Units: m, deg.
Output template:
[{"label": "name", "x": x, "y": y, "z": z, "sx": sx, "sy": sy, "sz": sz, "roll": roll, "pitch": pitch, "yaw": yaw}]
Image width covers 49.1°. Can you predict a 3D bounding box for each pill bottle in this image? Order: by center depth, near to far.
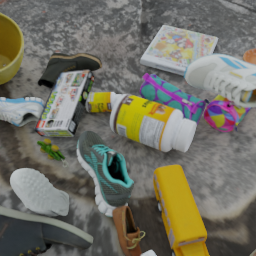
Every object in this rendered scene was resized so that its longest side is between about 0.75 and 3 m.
[{"label": "pill bottle", "x": 0.711, "y": -0.102, "z": 8.022, "sx": 2.266, "sy": 1.238, "sz": 1.238, "roll": 20, "pitch": 53, "yaw": 20}, {"label": "pill bottle", "x": -0.771, "y": -0.837, "z": 9.095, "sx": 1.149, "sy": 0.628, "sz": 0.628, "roll": -2, "pitch": 50, "yaw": 7}]

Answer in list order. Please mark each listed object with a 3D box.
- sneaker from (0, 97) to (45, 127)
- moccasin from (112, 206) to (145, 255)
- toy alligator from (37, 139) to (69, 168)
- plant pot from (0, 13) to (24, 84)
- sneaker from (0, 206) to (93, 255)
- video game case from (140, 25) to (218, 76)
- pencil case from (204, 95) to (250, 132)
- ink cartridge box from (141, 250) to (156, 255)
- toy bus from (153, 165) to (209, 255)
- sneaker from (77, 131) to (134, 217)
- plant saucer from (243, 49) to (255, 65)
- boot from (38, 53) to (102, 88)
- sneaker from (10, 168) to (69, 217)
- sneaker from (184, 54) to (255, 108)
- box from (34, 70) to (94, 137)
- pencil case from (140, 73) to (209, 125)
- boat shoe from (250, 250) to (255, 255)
[{"label": "sneaker", "x": -3.646, "y": -0.441, "z": 8.748, "sx": 2.018, "sy": 0.757, "sz": 0.875, "roll": -6, "pitch": 57, "yaw": -9}, {"label": "moccasin", "x": 0.063, "y": 2.371, "z": 6.274, "sx": 0.471, "sy": 0.497, "sz": 1.288, "roll": -5, "pitch": 77, "yaw": -54}, {"label": "toy alligator", "x": -2.103, "y": 0.715, "z": 8.043, "sx": 1.230, "sy": 0.408, "sz": 0.295, "roll": 38, "pitch": 25, "yaw": 14}, {"label": "plant pot", "x": -4.696, "y": -2.422, "z": 9.534, "sx": 2.444, "sy": 1.735, "sz": 2.444, "roll": 3, "pitch": 70, "yaw": -9}, {"label": "sneaker", "x": -2.099, "y": 2.681, "z": 6.233, "sx": 2.512, "sy": 0.939, "sz": 1.334, "roll": 10, "pitch": 64, "yaw": 7}, {"label": "video game case", "x": 2.100, "y": -3.124, "z": 11.248, "sx": 2.422, "sy": 0.305, "sz": 2.661, "roll": 19, "pitch": 53, "yaw": 15}, {"label": "pencil case", "x": 3.538, "y": -0.974, "z": 8.958, "sx": 1.185, "sy": 1.185, "sz": 2.681, "roll": 33, "pitch": 57, "yaw": 24}, {"label": "ink cartridge box", "x": -0.153, "y": 3.466, "z": 4.229, "sx": 2.416, "sy": 0.848, "sz": 2.973, "roll": -26, "pitch": 17, "yaw": -7}, {"label": "toy bus", "x": 1.226, "y": 2.072, "z": 6.570, "sx": 0.747, "sy": 0.898, "sz": 2.294, "roll": -9, "pitch": 50, "yaw": -7}, {"label": "sneaker", "x": -0.532, "y": 0.893, "z": 7.258, "sx": 1.012, "sy": 1.190, "sz": 2.609, "roll": -5, "pitch": 47, "yaw": -34}, {"label": "plant saucer", "x": 5.126, "y": -2.559, "z": 10.821, "sx": 1.354, "sy": 0.253, "sz": 1.354, "roll": 1, "pitch": 51, "yaw": -1}, {"label": "boot", "x": -2.080, "y": -1.954, "z": 10.087, "sx": 2.065, "sy": 0.800, "sz": 1.428, "roll": 4, "pitch": 54, "yaw": 20}, {"label": "sneaker", "x": -2.048, "y": 1.515, "z": 6.167, "sx": 0.753, "sy": 1.871, "sz": 0.715, "roll": -8, "pitch": 50, "yaw": 19}, {"label": "sneaker", "x": 2.984, "y": -1.278, "z": 7.913, "sx": 2.807, "sy": 1.074, "sz": 1.134, "roll": 12, "pitch": 43, "yaw": 6}, {"label": "box", "x": -1.957, "y": -0.802, "z": 8.804, "sx": 1.248, "sy": 0.394, "sz": 2.267, "roll": 0, "pitch": 58, "yaw": 25}, {"label": "pencil case", "x": 1.368, "y": -0.910, "z": 8.741, "sx": 2.122, "sy": 0.981, "sz": 0.903, "roll": 35, "pitch": 79, "yaw": 31}, {"label": "boat shoe", "x": 2.708, "y": 3.149, "z": 5.670, "sx": 2.615, "sy": 0.939, "sz": 0.990, "roll": -31, "pitch": 57, "yaw": -23}]
